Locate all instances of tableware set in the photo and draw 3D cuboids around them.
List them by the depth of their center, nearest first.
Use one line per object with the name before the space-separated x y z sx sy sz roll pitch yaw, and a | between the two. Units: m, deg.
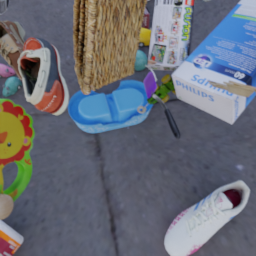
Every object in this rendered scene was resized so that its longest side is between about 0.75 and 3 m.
tableware set | 1.978 -0.550 4.343 1.282 0.178 1.534 13 15 -1

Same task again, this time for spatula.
spatula | 0.689 -0.463 5.736 0.163 0.447 1.582 -15 67 -31

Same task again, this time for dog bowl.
dog bowl | -0.518 -0.631 8.853 2.660 0.659 1.483 -12 57 -9

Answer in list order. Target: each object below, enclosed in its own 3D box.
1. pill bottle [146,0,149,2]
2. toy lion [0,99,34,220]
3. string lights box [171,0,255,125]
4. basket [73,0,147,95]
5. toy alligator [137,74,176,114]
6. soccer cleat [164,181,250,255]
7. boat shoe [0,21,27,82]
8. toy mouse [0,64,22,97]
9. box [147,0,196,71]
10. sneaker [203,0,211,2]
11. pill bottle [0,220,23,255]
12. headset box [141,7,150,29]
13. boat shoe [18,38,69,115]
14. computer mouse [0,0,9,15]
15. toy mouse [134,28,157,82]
pill bottle | 0.055 -7.024 12.618 1.586 1.586 2.778 -32 62 -20
toy lion | -2.335 0.451 5.091 0.618 1.799 1.724 4 42 33
string lights box | 2.458 -1.613 6.184 1.478 0.848 2.875 33 73 35
basket | -0.812 -2.243 6.343 1.659 2.324 1.731 34 44 26
toy alligator | 0.794 -0.912 7.288 0.512 1.544 0.371 43 36 -18
soccer cleat | 1.899 2.085 6.752 2.515 1.086 0.878 -32 62 -19
boat shoe | -3.190 -2.121 7.726 0.839 0.885 2.337 3 45 -47
toy mouse | -4.310 -1.743 9.763 1.776 0.387 1.998 -17 58 -11
box | 1.092 -2.374 7.011 1.025 0.323 1.862 6 84 11
sneaker | 2.363 -4.467 8.631 0.375 1.079 0.537 -12 49 27
pill bottle | -3.420 2.996 6.098 1.139 1.139 2.079 27 60 17
headset box | -0.033 -4.620 11.520 1.840 0.711 1.369 -14 57 -8
boat shoe | -1.698 -1.098 5.222 0.745 0.655 2.094 -43 51 21
computer mouse | -3.288 -2.530 5.835 0.399 0.997 1.818 33 45 10
toy mouse | 0.841 -2.823 10.364 2.917 0.565 2.593 -3 56 -1
